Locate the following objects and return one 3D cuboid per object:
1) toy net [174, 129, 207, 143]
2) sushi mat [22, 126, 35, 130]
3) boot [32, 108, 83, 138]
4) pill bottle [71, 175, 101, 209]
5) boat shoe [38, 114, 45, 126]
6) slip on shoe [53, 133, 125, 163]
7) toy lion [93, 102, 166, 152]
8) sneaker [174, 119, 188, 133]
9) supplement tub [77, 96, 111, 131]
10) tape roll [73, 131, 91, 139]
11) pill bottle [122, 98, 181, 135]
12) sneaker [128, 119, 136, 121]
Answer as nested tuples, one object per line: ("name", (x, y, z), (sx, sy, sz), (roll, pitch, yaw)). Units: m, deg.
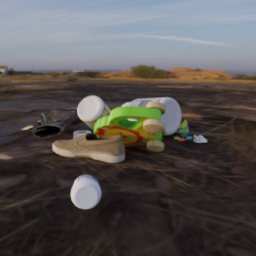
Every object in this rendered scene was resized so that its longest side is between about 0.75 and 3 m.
("toy net", (2.721, 0.393, 12.188), (0.777, 0.286, 1.480), (-20, 22, -35))
("sushi mat", (-4.856, 0.004, 13.588), (0.390, 0.049, 0.816), (-30, 16, -38))
("boot", (-3.567, -0.192, 13.078), (2.892, 1.001, 2.518), (-10, 16, 28))
("pill bottle", (-0.875, 1.341, 5.825), (0.608, 0.608, 1.094), (-2, -3, -8))
("boat shoe", (-4.104, -0.272, 13.235), (0.302, 0.893, 0.321), (9, -31, -43))
("slip on shoe", (-1.482, 0.592, 10.208), (2.934, 0.889, 1.115), (7, 15, 29))
("toy lion", (0.007, 0.027, 10.216), (2.664, 0.954, 2.779), (5, -25, 9))
("sneaker", (2.129, -0.080, 13.640), (1.739, 0.643, 0.715), (14, -25, 40))
("supplement tub", (-1.408, -0.545, 12.919), (1.263, 1.263, 1.737), (6, -21, 24))
("tape roll", (-2.068, 0.336, 12.643), (0.806, 0.282, 0.806), (0, 12, 0))
("pill bottle", (0.933, -0.557, 13.206), (1.656, 1.656, 2.859), (-10, 9, -38))
("sneaker", (0.323, -0.170, 12.052), (0.978, 0.948, 2.678), (18, -11, -15))
